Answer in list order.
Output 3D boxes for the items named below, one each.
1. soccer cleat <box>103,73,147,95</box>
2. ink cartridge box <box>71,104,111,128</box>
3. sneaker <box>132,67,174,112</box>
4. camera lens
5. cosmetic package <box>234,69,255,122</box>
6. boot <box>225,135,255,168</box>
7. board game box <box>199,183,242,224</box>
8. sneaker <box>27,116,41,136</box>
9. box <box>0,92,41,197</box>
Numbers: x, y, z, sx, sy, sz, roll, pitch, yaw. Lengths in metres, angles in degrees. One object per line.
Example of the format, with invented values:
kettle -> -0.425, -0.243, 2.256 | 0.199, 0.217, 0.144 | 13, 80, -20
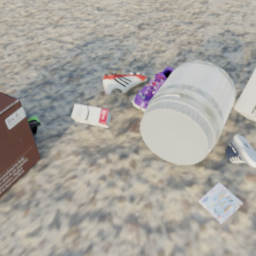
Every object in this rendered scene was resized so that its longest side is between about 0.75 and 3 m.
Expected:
soccer cleat -> -0.103, -1.764, 11.236 | 2.053, 0.875, 0.705 | -9, 13, -36
ink cartridge box -> -1.160, -0.381, 8.958 | 1.111, 0.807, 0.463 | 11, 81, 3
sneaker -> 0.971, -1.514, 10.403 | 0.984, 1.018, 2.440 | 28, 51, 14
camera lens -> 1.921, -0.565, 8.785 | 2.303, 2.303, 2.879 | 21, 48, 20
cosmetic package -> 4.685, -1.540, 9.435 | 1.090, 2.640, 0.668 | 21, 8, -44
boot -> 3.349, 0.861, 8.259 | 0.565, 0.701, 1.553 | 25, 25, -7
board game box -> 2.436, 1.979, 7.411 | 0.787, 0.162, 0.785 | -36, 53, -12
sneaker -> -3.250, 0.135, 9.077 | 0.489, 1.168, 0.448 | 45, 25, -1
box -> -4.561, 0.338, 7.773 | 2.928, 2.405, 2.429 | 22, 48, 22
